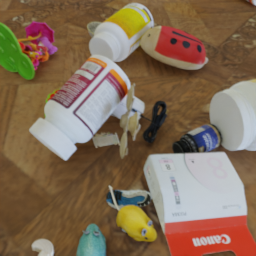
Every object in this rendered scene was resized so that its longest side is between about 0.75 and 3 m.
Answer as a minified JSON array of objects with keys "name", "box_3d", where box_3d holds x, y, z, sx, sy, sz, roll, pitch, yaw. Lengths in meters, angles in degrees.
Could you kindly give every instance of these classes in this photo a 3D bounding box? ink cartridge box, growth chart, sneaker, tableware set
[{"name":"ink cartridge box","box_3d":[1.668,1.686,6.096,2.092,0.734,2.574,0,41,-18]},{"name":"growth chart","box_3d":[-0.641,0.332,8.010,0.762,0.068,0.551,-7,47,-7]},{"name":"sneaker","box_3d":[0.043,1.659,6.586,1.144,0.496,0.429,-3,84,21]},{"name":"tableware set","box_3d":[0.012,-0.148,6.948,0.196,1.408,1.686,8,50,-12]}]

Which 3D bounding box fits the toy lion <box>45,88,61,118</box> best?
[{"name":"toy lion","box_3d":[-1.949,-0.681,8.709,1.602,0.574,1.671,18,50,26]}]

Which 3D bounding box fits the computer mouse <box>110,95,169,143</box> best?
[{"name":"computer mouse","box_3d":[0.006,-0.542,8.225,2.268,0.498,1.244,26,84,25]}]

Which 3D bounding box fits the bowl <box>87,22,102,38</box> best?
[{"name":"bowl","box_3d":[-1.258,-3.964,11.727,0.977,0.458,0.977,8,49,-9]}]

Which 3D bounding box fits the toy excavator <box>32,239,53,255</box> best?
[{"name":"toy excavator","box_3d":[-2.218,2.906,5.242,1.522,0.760,1.480,3,48,-14]}]

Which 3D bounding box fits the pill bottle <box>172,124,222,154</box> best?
[{"name":"pill bottle","box_3d":[1.830,0.403,7.511,1.237,0.692,0.692,-23,51,-20]}]

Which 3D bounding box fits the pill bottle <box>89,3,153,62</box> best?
[{"name":"pill bottle","box_3d":[-0.262,-3.541,10.661,1.500,1.500,2.746,23,50,20]}]

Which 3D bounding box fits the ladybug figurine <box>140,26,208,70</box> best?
[{"name":"ladybug figurine","box_3d":[1.741,-2.974,10.209,2.578,0.927,1.750,17,44,-6]}]

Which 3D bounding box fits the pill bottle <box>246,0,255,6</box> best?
[{"name":"pill bottle","box_3d":[6.221,-7.279,14.381,1.221,1.221,2.228,-17,49,-15]}]

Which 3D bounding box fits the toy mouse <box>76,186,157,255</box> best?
[{"name":"toy mouse","box_3d":[-0.221,2.557,5.510,2.434,0.471,2.163,36,61,21]}]

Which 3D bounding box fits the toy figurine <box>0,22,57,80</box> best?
[{"name":"toy figurine","box_3d":[-3.535,-3.095,10.449,2.344,1.760,2.157,42,47,7]}]

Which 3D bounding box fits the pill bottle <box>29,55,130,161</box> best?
[{"name":"pill bottle","box_3d":[-1.204,-0.521,7.165,1.401,1.401,2.557,31,72,26]}]

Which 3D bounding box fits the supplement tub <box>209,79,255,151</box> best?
[{"name":"supplement tub","box_3d":[3.725,-0.430,7.487,2.554,1.857,1.857,-12,48,-11]}]
